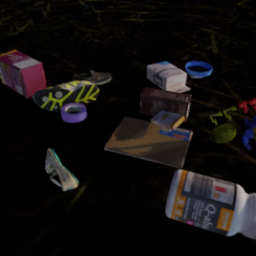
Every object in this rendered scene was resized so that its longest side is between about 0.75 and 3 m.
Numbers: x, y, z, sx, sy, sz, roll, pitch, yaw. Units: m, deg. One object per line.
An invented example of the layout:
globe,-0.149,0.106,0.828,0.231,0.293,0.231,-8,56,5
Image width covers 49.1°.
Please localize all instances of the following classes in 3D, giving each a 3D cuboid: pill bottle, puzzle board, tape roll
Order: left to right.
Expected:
tape roll,-2.127,-0.597,10.948,0.963,0.316,0.963,1,37,0
puzzle board,0.750,0.448,9.638,2.591,0.225,1.953,13,37,16
pill bottle,2.099,1.883,6.893,2.166,1.261,1.261,13,39,16

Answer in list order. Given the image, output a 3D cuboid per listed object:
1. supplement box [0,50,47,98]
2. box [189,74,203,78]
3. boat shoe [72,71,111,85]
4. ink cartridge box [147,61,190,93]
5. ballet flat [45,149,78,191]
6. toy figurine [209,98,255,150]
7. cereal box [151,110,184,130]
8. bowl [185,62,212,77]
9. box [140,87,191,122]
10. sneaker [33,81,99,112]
supplement box,-4.776,-2.436,12.486,2.124,1.391,1.096,29,46,31
box,3.336,-2.710,13.849,0.602,0.184,0.760,-1,37,-1
boat shoe,-1.669,-2.351,13.012,1.879,0.617,0.671,-15,40,-19
ink cartridge box,1.869,-2.330,12.943,1.150,0.673,1.983,-20,41,-24
ballet flat,-2.140,1.254,8.334,0.610,0.610,1.755,-25,44,-29
toy figurine,4.047,0.036,8.853,2.535,1.337,1.519,-19,33,1
cereal box,1.422,-0.295,10.105,0.996,0.197,0.716,19,47,40
bowl,3.444,-2.871,13.710,1.284,0.252,1.284,1,37,0
box,1.424,-0.899,10.816,1.847,0.925,0.692,11,40,12
sneaker,-2.592,-1.363,11.559,2.671,1.007,1.021,-11,30,-30
